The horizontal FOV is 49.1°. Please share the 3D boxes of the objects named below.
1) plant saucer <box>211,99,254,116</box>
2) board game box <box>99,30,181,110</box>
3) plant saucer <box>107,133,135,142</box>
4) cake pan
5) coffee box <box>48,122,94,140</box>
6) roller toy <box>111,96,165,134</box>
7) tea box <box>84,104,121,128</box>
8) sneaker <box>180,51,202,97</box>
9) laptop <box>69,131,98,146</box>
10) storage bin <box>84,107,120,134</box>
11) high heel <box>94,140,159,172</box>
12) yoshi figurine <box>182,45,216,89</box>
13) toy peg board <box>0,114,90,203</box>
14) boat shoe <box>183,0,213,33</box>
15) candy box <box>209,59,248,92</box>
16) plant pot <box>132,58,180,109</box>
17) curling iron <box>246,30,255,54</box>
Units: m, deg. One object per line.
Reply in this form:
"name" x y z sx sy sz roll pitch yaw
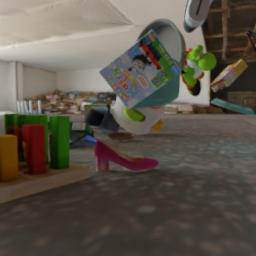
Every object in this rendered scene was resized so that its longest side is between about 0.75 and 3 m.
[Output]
"plant saucer" 4.304 -0.900 11.503 1.779 0.244 1.779 14 14 -4
"board game box" 0.245 -1.185 5.889 1.388 1.050 0.254 -34 16 19
"plant saucer" -0.292 0.413 12.233 1.212 0.222 1.212 -1 11 0
"cake pan" 1.018 -2.386 9.400 0.437 2.380 2.380 1 3 -38
"coffee box" -2.597 0.127 12.153 1.984 0.436 1.220 0 -21 8
"roller toy" 0.512 -1.007 14.885 2.775 1.939 2.531 3 46 -37
"tea box" -1.629 -0.850 19.358 2.386 1.621 2.426 -1 5 7
"sneaker" 2.557 -2.198 12.104 0.726 2.075 0.934 8 36 43
"laptop" -1.954 0.625 10.972 1.595 0.824 1.414 -33 22 -30
"storage bin" -1.357 -0.248 15.435 1.292 1.400 1.924 30 -14 -34
"high heel" -0.029 0.637 6.732 1.553 0.745 0.523 0 5 -2
"yoshi figurine" 2.214 -1.831 8.661 0.973 0.976 1.737 -4 -19 5
"toy peg board" -2.709 0.421 5.682 2.768 1.354 2.757 3 5 38
"boat shoe" 1.402 -2.601 5.518 0.563 1.563 0.554 27 -13 -8
"candy box" 4.439 -2.301 12.394 1.604 0.453 0.936 -41 7 -24
"plant pot" 0.703 -1.216 7.157 1.175 1.465 1.465 -1 5 4
"curling iron" 2.990 -2.009 6.699 0.833 0.106 0.206 46 1 -42
